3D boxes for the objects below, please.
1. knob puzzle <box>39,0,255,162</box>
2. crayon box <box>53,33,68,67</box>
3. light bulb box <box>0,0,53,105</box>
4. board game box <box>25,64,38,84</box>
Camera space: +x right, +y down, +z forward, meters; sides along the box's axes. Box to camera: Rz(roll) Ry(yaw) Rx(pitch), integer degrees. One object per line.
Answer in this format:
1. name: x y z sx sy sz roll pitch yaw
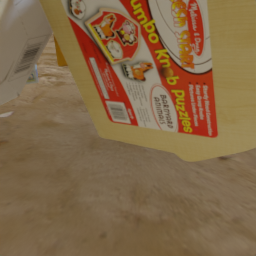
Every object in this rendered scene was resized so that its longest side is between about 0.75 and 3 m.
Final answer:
1. knob puzzle: 0.503 -0.696 2.861 3.002 3.002 0.416 13 48 28
2. crayon box: -1.119 -1.949 5.042 0.529 2.052 1.290 -9 26 -11
3. light bulb box: -2.387 -1.663 3.858 2.212 2.192 1.380 41 31 -3
4. board game box: -3.688 -1.976 6.296 2.865 2.851 0.621 -10 61 -16
